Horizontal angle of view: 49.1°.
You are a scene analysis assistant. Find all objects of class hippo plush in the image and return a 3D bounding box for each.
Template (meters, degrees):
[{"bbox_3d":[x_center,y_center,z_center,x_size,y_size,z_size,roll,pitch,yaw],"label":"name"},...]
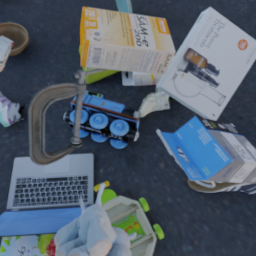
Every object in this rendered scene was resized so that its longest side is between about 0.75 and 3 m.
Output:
[{"bbox_3d":[-0.627,2.355,5.740,1.308,1.321,1.643,-31,32,15],"label":"hippo plush"}]

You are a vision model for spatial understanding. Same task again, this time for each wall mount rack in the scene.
[{"bbox_3d":[1.577,0.770,7.319,1.755,2.020,0.753,10,62,41],"label":"wall mount rack"}]

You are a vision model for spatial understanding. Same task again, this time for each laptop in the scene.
[{"bbox_3d":[-2.485,1.829,8.408,2.768,1.713,2.956,-3,59,-2],"label":"laptop"}]

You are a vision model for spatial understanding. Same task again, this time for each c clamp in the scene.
[{"bbox_3d":[-1.449,-0.224,6.815,0.338,2.497,2.133,33,32,31],"label":"c clamp"}]

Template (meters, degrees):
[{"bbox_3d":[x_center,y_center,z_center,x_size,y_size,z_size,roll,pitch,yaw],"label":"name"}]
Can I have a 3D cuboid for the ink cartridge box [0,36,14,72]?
[{"bbox_3d":[-3.346,-1.887,7.262,0.359,0.867,0.636,26,17,-18],"label":"ink cartridge box"}]

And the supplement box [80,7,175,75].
[{"bbox_3d":[-0.073,-2.167,7.016,2.193,0.806,1.382,2,54,-15],"label":"supplement box"}]

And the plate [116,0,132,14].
[{"bbox_3d":[-0.138,-4.297,9.714,0.215,1.684,1.684,-20,61,-7],"label":"plate"}]

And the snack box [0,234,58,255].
[{"bbox_3d":[-2.770,4.041,7.724,1.580,0.589,2.222,-3,59,-2],"label":"snack box"}]

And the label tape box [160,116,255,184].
[{"bbox_3d":[1.721,0.413,5.546,1.815,0.574,1.308,9,36,-33],"label":"label tape box"}]

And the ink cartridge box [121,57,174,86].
[{"bbox_3d":[0.817,-2.459,11.540,2.184,0.735,1.279,-4,59,-2],"label":"ink cartridge box"}]

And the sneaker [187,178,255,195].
[{"bbox_3d":[3.256,1.735,9.075,2.416,1.311,0.847,-15,58,26],"label":"sneaker"}]

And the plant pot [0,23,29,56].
[{"bbox_3d":[-5.172,-3.703,12.214,1.692,0.781,1.692,3,61,-6],"label":"plant pot"}]

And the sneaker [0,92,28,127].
[{"bbox_3d":[-4.414,-0.857,10.710,1.114,0.619,1.592,-20,70,-13],"label":"sneaker"}]

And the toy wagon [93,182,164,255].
[{"bbox_3d":[-0.283,2.881,8.471,2.057,0.525,2.651,-23,61,-13],"label":"toy wagon"}]

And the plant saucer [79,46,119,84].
[{"bbox_3d":[-0.986,-3.184,11.652,2.305,0.552,2.302,-21,56,8],"label":"plant saucer"}]

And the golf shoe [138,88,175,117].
[{"bbox_3d":[1.134,-0.941,10.686,0.903,0.727,1.858,39,67,15],"label":"golf shoe"}]

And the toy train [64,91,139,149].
[{"bbox_3d":[-0.862,-0.335,10.050,2.763,1.198,1.579,15,54,9],"label":"toy train"}]

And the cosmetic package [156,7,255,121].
[{"bbox_3d":[2.527,-1.908,8.790,2.108,0.722,2.796,31,94,-12],"label":"cosmetic package"}]
